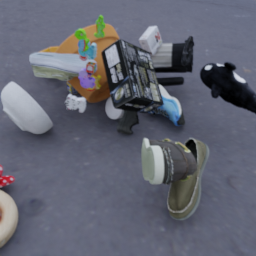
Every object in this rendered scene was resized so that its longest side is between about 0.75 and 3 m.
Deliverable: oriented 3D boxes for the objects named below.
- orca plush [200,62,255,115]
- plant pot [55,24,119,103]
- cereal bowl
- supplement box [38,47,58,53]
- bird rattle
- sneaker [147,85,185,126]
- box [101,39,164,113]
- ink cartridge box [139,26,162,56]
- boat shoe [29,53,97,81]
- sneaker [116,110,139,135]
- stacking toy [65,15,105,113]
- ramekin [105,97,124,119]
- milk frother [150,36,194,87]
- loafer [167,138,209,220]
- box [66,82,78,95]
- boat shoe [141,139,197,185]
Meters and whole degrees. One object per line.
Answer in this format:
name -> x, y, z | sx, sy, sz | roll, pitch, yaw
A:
orca plush -> 3.188, -1.028, 9.138 | 1.050, 1.554, 2.953 | -27, 67, -14
plant pot -> -1.235, -2.344, 11.097 | 2.864, 2.864, 2.005 | -28, 81, -32
cereal bowl -> -3.622, -0.526, 9.682 | 2.061, 2.061, 0.858 | 30, 67, 34
supplement box -> -3.468, -3.160, 13.006 | 1.006, 0.973, 2.924 | -12, 15, -24
bird rattle -> -3.832, 2.158, 6.917 | 2.341, 1.617, 2.871 | 29, 31, 17
sneaker -> 1.316, -0.708, 10.909 | 1.121, 0.976, 2.491 | -28, 37, -7
box -> 0.156, -1.628, 9.216 | 1.671, 0.879, 2.041 | 3, 68, -50
ink cartridge box -> 0.928, -3.475, 11.294 | 0.390, 0.818, 0.931 | 9, 53, 38
boat shoe -> -2.222, -2.069, 9.711 | 2.614, 0.811, 0.941 | 14, 35, 22
sneaker -> 0.135, -0.448, 10.025 | 0.677, 1.492, 0.567 | 20, 1, 15
stacking toy -> -1.276, -1.938, 8.512 | 0.600, 2.554, 1.925 | 12, 33, 4
ramekin -> -0.410, -0.769, 10.725 | 0.425, 0.913, 0.913 | 1, 26, -48
milk frother -> 1.614, -2.977, 11.426 | 2.076, 2.207, 1.991 | 1, 55, 11
loafer -> 1.463, 1.239, 7.304 | 0.847, 0.785, 2.253 | -3, 56, 39
box -> -2.046, -1.980, 12.760 | 1.393, 0.448, 0.488 | -21, 42, -26
boat shoe -> 0.819, 0.775, 6.609 | 0.868, 1.027, 2.882 | -2, 1, -3
